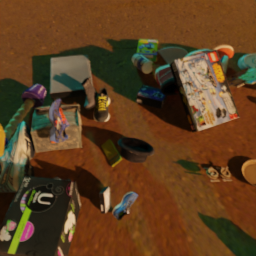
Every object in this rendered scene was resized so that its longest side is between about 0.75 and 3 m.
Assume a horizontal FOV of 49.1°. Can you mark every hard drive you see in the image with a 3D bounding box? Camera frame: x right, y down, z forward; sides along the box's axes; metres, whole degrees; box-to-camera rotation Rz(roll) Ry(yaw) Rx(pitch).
[{"bbox_3d":[-2.399,-2.171,11.758,1.688,0.398,2.419,-7,48,-7],"label":"hard drive"},{"bbox_3d":[-0.604,1.909,7.453,0.145,0.764,0.534,-5,89,6],"label":"hard drive"}]

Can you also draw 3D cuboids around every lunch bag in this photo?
[{"bbox_3d":[-2.356,-0.195,9.418,1.530,1.097,1.866,-5,39,-9],"label":"lunch bag"}]

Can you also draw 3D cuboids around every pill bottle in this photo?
[{"bbox_3d":[0.606,-2.855,12.327,0.586,0.586,1.057,-23,44,-21],"label":"pill bottle"}]

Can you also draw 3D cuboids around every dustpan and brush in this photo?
[{"bbox_3d":[2.513,-3.236,12.827,2.073,0.593,1.447,-25,64,-14],"label":"dustpan and brush"}]

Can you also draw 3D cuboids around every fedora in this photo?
[{"bbox_3d":[0.210,0.749,8.770,1.182,0.540,1.182,14,22,-6],"label":"fedora"}]

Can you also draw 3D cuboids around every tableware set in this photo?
[{"bbox_3d":[2.718,1.342,8.377,0.808,0.162,0.534,3,41,-19],"label":"tableware set"}]

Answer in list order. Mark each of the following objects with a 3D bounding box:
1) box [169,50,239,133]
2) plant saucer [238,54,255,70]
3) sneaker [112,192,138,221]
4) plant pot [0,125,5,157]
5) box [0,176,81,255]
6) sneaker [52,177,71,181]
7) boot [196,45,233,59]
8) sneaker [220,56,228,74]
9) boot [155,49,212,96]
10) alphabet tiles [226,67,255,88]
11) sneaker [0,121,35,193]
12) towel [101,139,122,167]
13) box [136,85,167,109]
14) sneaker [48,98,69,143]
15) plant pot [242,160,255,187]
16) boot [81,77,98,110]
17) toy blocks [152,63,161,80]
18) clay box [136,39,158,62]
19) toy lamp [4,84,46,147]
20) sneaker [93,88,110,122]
[{"bbox_3d":[2.689,-1.309,9.886,1.757,0.512,2.567,-17,87,-16],"label":"box"},{"bbox_3d":[5.921,-2.868,12.611,1.831,0.251,1.831,0,46,0],"label":"plant saucer"},{"bbox_3d":[-0.026,2.080,7.384,0.883,0.347,0.394,-53,35,4],"label":"sneaker"},{"bbox_3d":[-4.069,0.342,7.520,1.232,1.260,1.224,-19,58,16],"label":"plant pot"},{"bbox_3d":[-2.099,2.358,6.831,1.436,1.202,1.934,4,45,4],"label":"box"},{"bbox_3d":[-2.161,1.694,8.093,1.160,0.460,0.554,3,33,-7],"label":"sneaker"},{"bbox_3d":[3.815,-2.838,12.256,2.374,0.891,1.273,-20,67,-20],"label":"boot"},{"bbox_3d":[3.181,-2.027,11.090,1.010,0.896,2.390,21,63,26],"label":"sneaker"},{"bbox_3d":[2.371,-2.064,10.746,2.545,0.922,1.836,-22,31,8],"label":"boot"},{"bbox_3d":[4.721,-2.043,10.978,2.105,0.067,1.751,-27,19,-14],"label":"alphabet tiles"},{"bbox_3d":[-3.512,0.800,8.526,1.111,0.999,2.573,-10,46,-5],"label":"sneaker"},{"bbox_3d":[-0.550,0.791,9.006,0.403,0.084,0.935,-38,52,5],"label":"towel"},{"bbox_3d":[0.923,-1.211,10.882,1.044,0.411,0.736,15,45,15],"label":"box"},{"bbox_3d":[-1.945,-0.202,8.020,0.534,1.361,0.513,5,23,2],"label":"sneaker"},{"bbox_3d":[3.974,1.418,8.491,1.049,0.144,1.049,0,45,0],"label":"plant pot"},{"bbox_3d":[-1.518,-1.290,10.364,0.437,0.825,1.253,-15,35,13],"label":"boot"},{"bbox_3d":[1.363,-2.397,11.956,0.541,0.396,0.792,-10,76,-19],"label":"toy blocks"},{"bbox_3d":[0.922,-3.775,13.381,0.954,0.395,1.660,4,46,4],"label":"clay box"},{"bbox_3d":[-3.772,-0.449,9.871,0.869,0.869,2.984,11,49,10],"label":"toy lamp"},{"bbox_3d":[-1.001,-0.865,10.348,0.589,0.669,1.582,-2,45,0],"label":"sneaker"}]
